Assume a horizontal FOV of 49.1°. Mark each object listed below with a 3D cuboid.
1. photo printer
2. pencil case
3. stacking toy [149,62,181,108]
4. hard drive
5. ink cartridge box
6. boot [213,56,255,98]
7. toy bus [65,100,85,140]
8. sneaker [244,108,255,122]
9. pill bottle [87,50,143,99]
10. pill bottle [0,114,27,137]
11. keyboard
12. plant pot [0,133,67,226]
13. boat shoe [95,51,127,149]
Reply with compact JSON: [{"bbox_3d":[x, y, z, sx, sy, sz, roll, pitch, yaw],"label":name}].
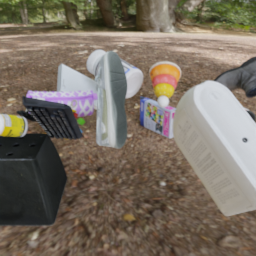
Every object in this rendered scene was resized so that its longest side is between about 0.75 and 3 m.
[{"bbox_3d":[1.886,0.430,5.793,0.903,2.164,2.601,-27,71,-13],"label":"photo printer"},{"bbox_3d":[-2.325,-0.857,9.626,2.367,1.012,0.993,-5,62,-23],"label":"pencil case"},{"bbox_3d":[1.196,-1.348,9.359,1.106,1.106,1.513,4,59,8],"label":"stacking toy"},{"bbox_3d":[-1.914,-1.621,11.464,2.062,0.275,1.360,22,50,-38],"label":"hard drive"},{"bbox_3d":[1.200,-0.517,12.681,0.468,1.331,2.230,-21,33,-35],"label":"ink cartridge box"},{"bbox_3d":[3.777,-1.448,9.416,0.722,2.069,1.362,35,32,-31],"label":"boot"},{"bbox_3d":[-2.030,-0.243,8.622,1.126,0.617,1.193,-32,65,15],"label":"toy bus"},{"bbox_3d":[5.015,-0.916,14.030,2.614,0.873,1.401,9,30,24],"label":"sneaker"},{"bbox_3d":[-0.559,-2.123,10.765,2.096,1.193,1.193,38,42,29],"label":"pill bottle"},{"bbox_3d":[-3.165,-0.060,7.192,0.562,0.562,1.000,20,7,35],"label":"pill bottle"},{"bbox_3d":[-2.014,-0.149,7.103,1.450,2.414,0.310,10,71,1],"label":"keyboard"},{"bbox_3d":[-3.127,1.324,8.158,2.194,1.946,2.189,-1,26,-1],"label":"plant pot"},{"bbox_3d":[-0.572,-0.751,7.862,0.863,2.690,0.991,3,16,26],"label":"boat shoe"}]
